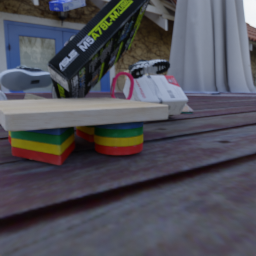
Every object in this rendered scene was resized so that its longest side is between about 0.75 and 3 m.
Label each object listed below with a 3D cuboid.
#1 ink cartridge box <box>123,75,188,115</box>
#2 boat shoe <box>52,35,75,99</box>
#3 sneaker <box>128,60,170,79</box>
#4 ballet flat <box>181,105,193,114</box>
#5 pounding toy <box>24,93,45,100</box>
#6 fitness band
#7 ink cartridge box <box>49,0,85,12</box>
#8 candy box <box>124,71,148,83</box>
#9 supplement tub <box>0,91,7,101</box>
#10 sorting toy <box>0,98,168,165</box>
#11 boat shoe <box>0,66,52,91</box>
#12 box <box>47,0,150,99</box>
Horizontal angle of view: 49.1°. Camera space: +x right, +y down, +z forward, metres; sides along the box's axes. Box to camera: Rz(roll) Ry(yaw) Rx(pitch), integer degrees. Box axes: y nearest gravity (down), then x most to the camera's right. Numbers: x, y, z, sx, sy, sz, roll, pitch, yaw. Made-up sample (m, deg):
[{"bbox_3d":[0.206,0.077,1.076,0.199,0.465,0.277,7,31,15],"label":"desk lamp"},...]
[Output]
[{"bbox_3d":[0.896,-1.111,9.584,1.810,0.750,1.328,-4,50,-23],"label":"ink cartridge box"},{"bbox_3d":[-1.882,-1.832,8.798,0.725,2.169,0.618,17,3,-29],"label":"boat shoe"},{"bbox_3d":[0.636,-1.975,8.971,1.438,0.478,0.651,-16,41,-17],"label":"sneaker"},{"bbox_3d":[2.088,-0.999,12.622,1.823,0.613,0.621,7,11,37],"label":"ballet flat"},{"bbox_3d":[-2.826,-0.534,8.658,1.040,0.803,1.130,16,-7,5],"label":"pounding toy"},{"bbox_3d":[-0.152,-1.042,7.329,0.599,0.834,0.156,8,5,-24],"label":"fitness band"},{"bbox_3d":[-1.745,-3.589,8.115,0.494,0.232,1.050,15,36,23],"label":"ink cartridge box"},{"bbox_3d":[0.419,-1.585,11.152,0.908,1.572,0.435,-13,-16,12],"label":"candy box"},{"bbox_3d":[-4.978,-0.681,8.997,1.829,1.121,1.121,0,9,3],"label":"supplement tub"},{"bbox_3d":[-1.064,-0.031,5.421,2.664,0.927,2.648,-5,11,-29],"label":"sorting toy"},{"bbox_3d":[-2.812,-1.408,7.585,0.556,0.601,1.629,36,32,23],"label":"boat shoe"},{"bbox_3d":[-0.776,-1.903,7.196,0.682,2.774,2.872,39,-12,-2],"label":"box"}]
